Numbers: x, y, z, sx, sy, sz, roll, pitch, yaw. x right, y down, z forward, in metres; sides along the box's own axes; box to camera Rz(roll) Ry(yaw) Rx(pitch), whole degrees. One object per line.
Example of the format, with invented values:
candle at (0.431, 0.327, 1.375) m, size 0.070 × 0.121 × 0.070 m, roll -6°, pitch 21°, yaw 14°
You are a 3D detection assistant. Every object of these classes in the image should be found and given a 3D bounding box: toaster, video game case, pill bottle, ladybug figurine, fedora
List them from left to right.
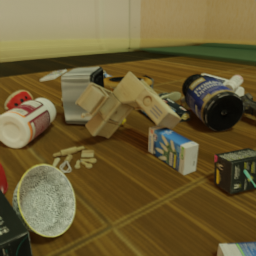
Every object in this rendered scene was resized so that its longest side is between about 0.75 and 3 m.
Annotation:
ladybug figurine at (-4.765, -1.077, 12.369) m, size 0.557 × 1.051 × 1.549 m, roll 19°, pitch 35°, yaw 18°
pill bottle at (-3.579, -0.273, 10.094) m, size 1.258 × 1.258 × 2.203 m, roll 5°, pitch 23°, yaw 12°
video game case at (-2.919, -2.050, 10.947) m, size 0.681 × 0.086 × 0.951 m, roll -5°, pitch 27°, yaw 23°
toaster at (-1.752, -1.299, 11.580) m, size 1.373 × 2.092 × 2.314 m, roll 0°, pitch 22°, yaw 7°
fedora at (-0.089, -1.992, 14.409) m, size 2.706 × 1.104 × 2.706 m, roll -1°, pitch 21°, yaw 0°
toaster at (0.707, -2.597, 16.322) m, size 1.185 × 0.778 × 1.311 m, roll -7°, pitch 24°, yaw -17°
pill bottle at (3.287, -1.187, 11.487) m, size 1.605 × 1.605 × 2.870 m, roll -5°, pitch 29°, yaw -11°
pill bottle at (4.460, -1.840, 13.846) m, size 1.234 × 1.234 × 2.222 m, roll -19°, pitch 33°, yaw -37°
pill bottle at (4.782, -1.992, 12.717) m, size 0.500 × 0.500 × 0.882 m, roll 21°, pitch 48°, yaw 40°

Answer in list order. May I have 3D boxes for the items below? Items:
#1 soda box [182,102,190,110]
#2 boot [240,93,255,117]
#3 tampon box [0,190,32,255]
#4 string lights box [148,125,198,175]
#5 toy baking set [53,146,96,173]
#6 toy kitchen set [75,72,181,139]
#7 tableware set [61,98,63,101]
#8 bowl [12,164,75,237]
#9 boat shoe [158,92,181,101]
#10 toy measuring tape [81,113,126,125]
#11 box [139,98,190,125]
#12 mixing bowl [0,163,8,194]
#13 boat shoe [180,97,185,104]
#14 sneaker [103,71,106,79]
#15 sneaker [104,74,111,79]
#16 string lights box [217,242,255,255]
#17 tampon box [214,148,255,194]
soda box at (3.040, -1.072, 13.093) m, size 1.013 × 0.324 × 0.343 m, roll -10°, pitch -6°, yaw -20°
boot at (4.564, -0.678, 11.767) m, size 1.671 × 0.664 × 1.919 m, roll -19°, pitch 33°, yaw 8°
tampon box at (-2.443, 1.949, 4.579) m, size 1.164 × 1.382 × 1.844 m, roll -17°, pitch 28°, yaw -35°
string lights box at (1.308, 0.612, 8.460) m, size 0.503 × 0.877 × 1.708 m, roll -13°, pitch 26°, yaw -29°
toy baking set at (-1.742, 0.954, 8.529) m, size 1.652 × 0.192 × 1.268 m, roll -12°, pitch 25°, yaw -25°
toy kitchen set at (-0.200, -0.303, 8.753) m, size 1.951 × 2.391 × 2.157 m, roll 18°, pitch 27°, yaw -55°
tableware set at (-2.143, -1.498, 13.987) m, size 2.227 × 0.258 × 1.861 m, roll 13°, pitch 27°, yaw 5°
bowl at (-1.882, 1.582, 5.904) m, size 0.701 × 1.494 × 1.494 m, roll -24°, pitch 11°, yaw 28°
boat shoe at (2.076, -1.618, 14.255) m, size 1.416 × 0.508 × 0.479 m, roll -12°, pitch 34°, yaw -28°
toy measuring tape at (-0.894, -0.257, 10.720) m, size 1.772 × 0.652 × 0.652 m, roll 1°, pitch 20°, yaw -25°
box at (1.525, -0.751, 12.223) m, size 1.558 × 0.451 × 1.960 m, roll -8°, pitch 26°, yaw -20°
mixing bowl at (-3.823, 1.069, 6.895) m, size 1.676 × 0.908 × 1.676 m, roll 11°, pitch 14°, yaw -3°
boat shoe at (2.955, -1.339, 13.787) m, size 1.259 × 0.477 × 0.452 m, roll -11°, pitch -5°, yaw -38°
sneaker at (-2.128, -3.461, 18.674) m, size 1.415 × 0.572 × 0.541 m, roll -15°, pitch 29°, yaw -31°
sneaker at (-1.250, -3.199, 18.227) m, size 0.523 × 0.470 × 1.272 m, roll -9°, pitch 32°, yaw -22°
string lights box at (2.279, 2.361, 4.928) m, size 1.220 × 0.360 × 0.627 m, roll -1°, pitch 23°, yaw -3°
tampon box at (2.897, 1.086, 7.239) m, size 1.132 × 0.848 × 0.715 m, roll -7°, pitch 15°, yaw -18°
